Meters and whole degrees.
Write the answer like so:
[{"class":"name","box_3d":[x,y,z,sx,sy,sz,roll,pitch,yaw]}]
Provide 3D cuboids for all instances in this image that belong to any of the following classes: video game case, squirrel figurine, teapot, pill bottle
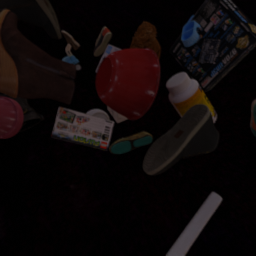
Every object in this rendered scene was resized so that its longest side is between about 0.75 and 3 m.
[{"class":"video game case","box_3d":[1.137,3.236,6.882,0.337,2.680,2.944,35,59,23]},{"class":"squirrel figurine","box_3d":[0.496,-3.704,12.765,1.500,2.120,1.979,32,49,17]},{"class":"teapot","box_3d":[-0.883,-0.167,7.459,0.759,0.768,0.561,-31,27,-19]},{"class":"pill bottle","box_3d":[1.894,-0.785,8.528,0.973,1.782,0.973,-30,28,18]}]

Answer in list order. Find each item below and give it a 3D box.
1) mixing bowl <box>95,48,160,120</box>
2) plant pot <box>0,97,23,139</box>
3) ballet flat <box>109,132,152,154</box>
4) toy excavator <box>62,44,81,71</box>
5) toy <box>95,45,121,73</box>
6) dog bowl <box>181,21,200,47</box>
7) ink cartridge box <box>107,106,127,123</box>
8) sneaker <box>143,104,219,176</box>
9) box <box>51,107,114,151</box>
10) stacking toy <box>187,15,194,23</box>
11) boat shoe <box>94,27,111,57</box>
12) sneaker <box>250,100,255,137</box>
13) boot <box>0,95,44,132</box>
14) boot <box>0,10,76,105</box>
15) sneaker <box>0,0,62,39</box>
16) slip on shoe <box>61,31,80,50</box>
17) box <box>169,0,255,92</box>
[{"class":"mixing bowl","box_3d":[-0.189,-1.324,7.839,1.144,2.113,2.113,8,46,-30]},{"class":"plant pot","box_3d":[-2.835,-0.248,5.911,0.919,0.823,0.919,-1,85,11]},{"class":"ballet flat","box_3d":[0.070,0.535,10.457,1.694,0.599,0.599,-16,53,-12]},{"class":"toy excavator","box_3d":[-2.227,-2.666,10.690,1.079,1.109,0.554,-39,24,-21]},{"class":"toy","box_3d":[-0.241,-2.017,9.155,1.834,0.433,1.056,29,96,22]},{"class":"dog bowl","box_3d":[1.794,-2.751,8.121,0.503,0.224,0.903,-17,48,41]},{"class":"ink cartridge box","box_3d":[-0.363,-0.798,11.376,0.674,0.662,0.916,-25,56,-18]},{"class":"sneaker","box_3d":[1.357,0.534,6.641,2.084,1.107,0.780,-44,35,-4]},{"class":"box","box_3d":[-0.994,0.034,6.194,1.251,0.217,0.689,16,83,-17]},{"class":"stacking toy","box_3d":[2.925,-3.668,10.749,0.817,0.864,1.488,-57,46,13]},{"class":"boat shoe","box_3d":[-1.091,-3.445,11.285,0.456,1.280,0.400,-19,67,-43]},{"class":"sneaker","box_3d":[3.159,-0.075,6.595,0.446,1.250,0.499,-16,38,15]},{"class":"boot","box_3d":[-4.752,-0.543,11.105,2.272,0.787,1.978,-24,55,-21]},{"class":"boot","box_3d":[-2.842,-2.115,8.545,2.441,1.062,2.934,8,63,-24]},{"class":"sneaker","box_3d":[-3.785,-4.394,10.796,1.589,2.992,1.119,-21,63,4]},{"class":"slip on shoe","box_3d":[-2.063,-3.076,9.866,0.310,0.815,0.247,31,83,44]},{"class":"box","box_3d":[2.997,-2.977,10.019,0.642,2.792,2.219,-28,75,-37]}]
